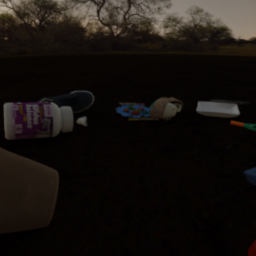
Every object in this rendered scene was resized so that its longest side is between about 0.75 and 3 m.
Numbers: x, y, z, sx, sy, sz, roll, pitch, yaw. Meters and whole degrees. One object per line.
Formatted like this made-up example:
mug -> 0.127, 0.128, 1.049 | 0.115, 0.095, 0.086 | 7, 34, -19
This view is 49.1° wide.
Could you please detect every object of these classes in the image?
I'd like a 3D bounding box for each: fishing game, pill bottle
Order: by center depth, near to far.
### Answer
pill bottle -> -3.551, -0.305, 11.160 | 2.533, 1.422, 1.422 | -4, 20, -25
fishing game -> 0.363, -0.978, 14.605 | 2.066, 0.448, 2.885 | 1, 21, -8

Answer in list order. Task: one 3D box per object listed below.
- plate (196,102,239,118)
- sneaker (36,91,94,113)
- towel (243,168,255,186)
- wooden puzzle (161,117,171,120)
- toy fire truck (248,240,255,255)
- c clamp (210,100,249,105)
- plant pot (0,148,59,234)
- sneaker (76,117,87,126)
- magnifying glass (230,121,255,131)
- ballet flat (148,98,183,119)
plate -> 4.657, -0.945, 14.664 | 2.059, 0.333, 2.063 | 5, 20, 15
sneaker -> -3.106, -1.100, 13.619 | 2.968, 1.128, 2.145 | -12, 11, -6
towel -> 4.115, 1.182, 7.730 | 1.584, 0.385, 0.885 | -20, -1, 4
wooden puzzle -> 1.876, -0.497, 13.831 | 0.475, 0.056, 0.801 | 4, 20, 9
toy fire truck -> 3.005, 2.422, 4.067 | 2.176, 1.453, 2.591 | 29, 31, 20
c clamp -> 5.595, -1.435, 15.768 | 1.510, 0.239, 1.768 | -2, 9, -38
plant pot -> -2.606, 1.417, 6.079 | 1.926, 2.208, 2.208 | 13, 15, -20
sneaker -> -2.128, -0.256, 12.835 | 0.466, 0.365, 0.938 | -10, 12, -7
magnifying glass -> 5.366, -0.089, 12.561 | 1.487, 0.166, 0.592 | 14, 24, 35
ballet flat -> 2.020, -0.997, 13.834 | 0.990, 1.002, 2.944 | 21, 24, 23
